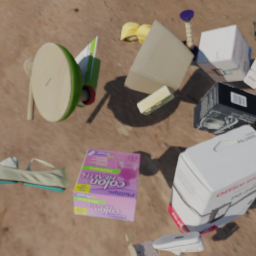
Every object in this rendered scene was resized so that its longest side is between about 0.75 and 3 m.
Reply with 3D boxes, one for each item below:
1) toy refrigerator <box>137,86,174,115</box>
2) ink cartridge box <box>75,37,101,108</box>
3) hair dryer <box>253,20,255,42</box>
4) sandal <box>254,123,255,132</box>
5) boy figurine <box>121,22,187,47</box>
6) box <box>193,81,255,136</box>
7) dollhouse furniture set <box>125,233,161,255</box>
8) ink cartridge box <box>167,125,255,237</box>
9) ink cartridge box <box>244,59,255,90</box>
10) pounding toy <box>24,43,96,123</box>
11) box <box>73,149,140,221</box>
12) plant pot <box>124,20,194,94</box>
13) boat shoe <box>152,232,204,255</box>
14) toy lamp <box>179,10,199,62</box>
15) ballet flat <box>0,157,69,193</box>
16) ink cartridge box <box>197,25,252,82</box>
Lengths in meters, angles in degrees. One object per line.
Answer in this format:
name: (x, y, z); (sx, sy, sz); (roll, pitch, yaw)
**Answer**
toy refrigerator: (0.791, -0.757, 8.003); (0.992, 0.377, 0.347); (-32, 68, 20)
ink cartridge box: (-1.323, -1.763, 9.379); (0.812, 2.145, 1.585); (19, 67, -30)
hair dryer: (4.401, -2.545, 8.673); (0.713, 2.625, 1.999); (-38, 86, 14)
sandal: (4.427, -0.272, 8.737); (0.694, 1.039, 2.543); (23, 23, 8)
boy figurine: (0.848, -3.166, 10.062); (2.489, 1.548, 0.802); (23, 94, 12)
box: (3.060, -0.488, 8.828); (1.488, 1.463, 0.923); (17, 58, -9)
dollhouse furniture set: (0.690, 2.884, 6.559); (1.085, 0.621, 1.272); (-1, 44, -28)
ink cartridge box: (2.299, 1.535, 7.242); (2.065, 2.844, 1.186); (-20, 51, -17)
ink cartridge box: (4.094, -1.606, 8.394); (0.478, 1.133, 0.820); (-42, 70, -14)
pounding toy: (-1.976, -1.308, 8.528); (1.327, 2.860, 2.208); (-8, 95, -43)
box: (-0.459, 1.325, 6.825); (1.390, 0.764, 1.581); (7, 34, 3)
plant pot: (0.963, -1.863, 8.465); (1.487, 1.678, 1.680); (26, 80, -3)
boat shoe: (1.108, 2.613, 6.230); (1.215, 0.437, 0.399); (-23, 90, 28)
toy lamp: (2.210, -3.199, 10.006); (0.559, 1.919, 0.559); (-11, 51, 14)
ballet flat: (-2.526, 1.068, 6.694); (2.253, 0.783, 0.783); (13, 57, -25)
ink cartridge box: (3.427, -2.541, 9.908); (1.238, 1.696, 1.244); (3, 76, 41)
